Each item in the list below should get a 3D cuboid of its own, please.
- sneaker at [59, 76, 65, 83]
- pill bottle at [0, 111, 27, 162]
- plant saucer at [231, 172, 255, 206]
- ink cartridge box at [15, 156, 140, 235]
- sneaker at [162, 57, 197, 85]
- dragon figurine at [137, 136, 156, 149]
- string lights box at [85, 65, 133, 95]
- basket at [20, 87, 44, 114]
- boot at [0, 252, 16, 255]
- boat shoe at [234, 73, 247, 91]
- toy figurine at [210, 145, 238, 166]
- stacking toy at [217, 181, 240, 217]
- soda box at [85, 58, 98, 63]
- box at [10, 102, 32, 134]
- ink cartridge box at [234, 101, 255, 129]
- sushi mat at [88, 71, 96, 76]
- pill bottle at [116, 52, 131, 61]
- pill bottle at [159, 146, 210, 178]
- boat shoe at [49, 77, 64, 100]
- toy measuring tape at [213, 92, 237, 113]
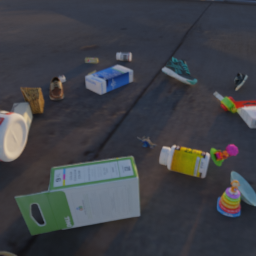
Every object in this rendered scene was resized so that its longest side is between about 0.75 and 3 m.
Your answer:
[{"bbox_3d":[-3.649,-2.530,14.782,0.307,0.355,0.820,17,39,22],"label":"sneaker"},{"bbox_3d":[-4.728,0.093,8.835,2.631,1.524,1.524,11,35,9],"label":"pill bottle"},{"bbox_3d":[3.279,1.790,8.027,1.152,0.222,1.152,34,27,-21],"label":"plant saucer"},{"bbox_3d":[-1.171,1.725,7.184,2.874,1.492,0.852,-8,37,-6],"label":"ink cartridge box"},{"bbox_3d":[2.776,-3.052,14.735,0.901,1.059,2.322,13,20,-46],"label":"sneaker"},{"bbox_3d":[0.639,0.552,10.236,0.834,0.415,0.246,4,30,43],"label":"dragon figurine"},{"bbox_3d":[-0.956,-2.535,14.494,2.281,0.673,1.172,-29,43,-36],"label":"string lights box"},{"bbox_3d":[-4.076,-1.092,11.863,0.834,1.120,0.799,0,59,-8],"label":"basket"},{"bbox_3d":[-2.543,3.417,5.568,1.811,0.655,1.506,12,39,27],"label":"boot"},{"bbox_3d":[5.558,-2.335,14.143,0.519,0.552,1.536,37,45,8],"label":"boat shoe"},{"bbox_3d":[3.134,0.810,8.860,0.806,0.742,0.605,7,61,-48],"label":"toy figurine"},{"bbox_3d":[2.810,1.835,7.563,0.616,1.061,0.582,11,35,14],"label":"stacking toy"},{"bbox_3d":[-2.263,-4.172,17.333,0.787,0.267,0.252,5,34,8],"label":"soda box"},{"bbox_3d":[-4.264,-0.230,10.962,0.641,0.771,1.876,-5,33,-6],"label":"box"},{"bbox_3d":[5.661,-0.813,12.053,1.827,0.641,2.247,-3,38,-5],"label":"ink cartridge box"},{"bbox_3d":[-2.031,-2.812,15.230,0.522,0.066,1.091,-20,30,15],"label":"sushi mat"},{"bbox_3d":[-0.274,-4.464,17.549,0.881,0.510,0.510,6,34,9],"label":"pill bottle"},{"bbox_3d":[1.791,1.048,8.972,1.486,0.812,0.812,12,35,17],"label":"pill bottle"},{"bbox_3d":[-3.526,-1.929,13.592,0.696,0.660,1.839,-9,35,-15],"label":"boat shoe"},{"bbox_3d":[4.273,-1.252,12.543,0.642,0.642,1.746,-10,39,-15],"label":"toy measuring tape"}]
